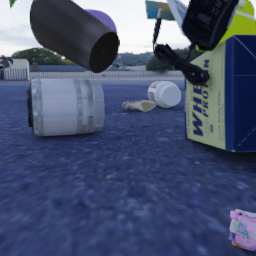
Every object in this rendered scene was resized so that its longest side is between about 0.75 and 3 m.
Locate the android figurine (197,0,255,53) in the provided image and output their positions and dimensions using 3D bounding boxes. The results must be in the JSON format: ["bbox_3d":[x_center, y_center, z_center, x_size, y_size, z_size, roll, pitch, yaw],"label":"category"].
[{"bbox_3d":[2.919,-3.011,8.214,2.705,2.972,0.610,10,-15,-18],"label":"android figurine"}]

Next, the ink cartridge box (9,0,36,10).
[{"bbox_3d":[-1.946,-2.724,5.383,0.335,0.883,0.653,23,-22,-9],"label":"ink cartridge box"}]

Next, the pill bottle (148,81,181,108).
[{"bbox_3d":[1.834,-1.683,14.018,1.280,1.280,2.313,-2,11,-8],"label":"pill bottle"}]

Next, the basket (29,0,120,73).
[{"bbox_3d":[-1.323,-2.382,7.290,2.013,1.815,1.369,36,68,21],"label":"basket"}]

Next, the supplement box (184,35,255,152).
[{"bbox_3d":[2.972,-0.642,6.020,2.888,1.939,2.885,-1,3,-4],"label":"supplement box"}]

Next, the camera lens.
[{"bbox_3d":[-1.723,-0.571,7.620,1.908,1.526,1.526,-3,12,-18],"label":"camera lens"}]

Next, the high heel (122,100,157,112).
[{"bbox_3d":[0.486,-1.075,12.760,1.504,0.537,1.072,-11,19,-9],"label":"high heel"}]

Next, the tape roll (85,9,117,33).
[{"bbox_3d":[-1.232,-3.107,9.527,1.727,1.727,0.566,-7,26,-31],"label":"tape roll"}]

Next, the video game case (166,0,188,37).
[{"bbox_3d":[2.214,-4.056,10.567,0.230,1.967,1.788,-32,-23,35],"label":"video game case"}]

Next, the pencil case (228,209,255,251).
[{"bbox_3d":[1.401,1.004,2.642,0.850,0.372,0.372,5,12,20],"label":"pencil case"}]

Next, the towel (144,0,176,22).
[{"bbox_3d":[1.446,-4.641,11.174,1.563,1.146,0.170,3,-32,-10],"label":"towel"}]

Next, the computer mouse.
[{"bbox_3d":[1.209,-2.070,5.134,0.530,2.305,1.618,-23,48,-33],"label":"computer mouse"}]

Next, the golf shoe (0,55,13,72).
[{"bbox_3d":[-4.397,-2.166,9.249,1.124,0.495,0.434,7,-16,6],"label":"golf shoe"}]
